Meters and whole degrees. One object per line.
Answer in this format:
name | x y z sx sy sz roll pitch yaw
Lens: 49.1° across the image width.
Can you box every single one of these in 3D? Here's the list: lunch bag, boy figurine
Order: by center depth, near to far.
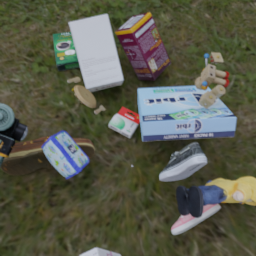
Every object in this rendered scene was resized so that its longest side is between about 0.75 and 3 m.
boy figurine | 2.459 1.734 7.276 2.559 1.591 0.825 2 79 -30
lunch bag | -1.676 0.716 7.403 0.848 1.330 1.131 -41 93 -14

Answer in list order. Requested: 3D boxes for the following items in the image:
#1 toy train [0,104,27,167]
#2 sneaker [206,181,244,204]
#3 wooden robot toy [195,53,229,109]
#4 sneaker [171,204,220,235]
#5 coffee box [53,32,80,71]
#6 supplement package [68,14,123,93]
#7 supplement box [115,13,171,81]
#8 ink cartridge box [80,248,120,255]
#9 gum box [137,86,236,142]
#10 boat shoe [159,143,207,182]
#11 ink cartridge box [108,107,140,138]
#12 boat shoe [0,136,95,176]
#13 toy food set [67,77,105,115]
toy train | -4.106 -0.051 6.854 2.981 1.270 1.699 24 75 -17
sneaker | 2.923 1.773 8.280 1.212 0.456 0.534 25 82 1
wooden robot toy | 2.206 -1.203 7.693 0.797 0.821 1.810 20 61 -13
sneaker | 1.743 2.321 7.956 1.647 0.620 0.861 -23 62 -21
coffee box | -2.482 -3.241 11.700 1.161 0.415 1.888 -12 58 -8
supplement package | -1.109 -2.569 9.973 1.357 1.362 2.322 -14 93 -4
supplement box | 0.591 -2.927 10.300 0.903 2.108 1.163 13 52 46
ink cartridge box | -0.619 2.840 5.755 0.672 0.930 0.393 -31 48 13
gum box | 1.513 -0.541 8.313 2.377 0.623 2.798 -2 26 1
boat shoe | 1.278 0.846 6.714 0.585 1.622 0.575 8 60 -28
ink cartridge box | -0.061 -0.258 9.789 0.866 0.269 1.076 27 58 8
boat shoe | -2.499 0.676 8.747 2.902 1.045 0.980 -9 46 0
toy food set | -1.289 -0.888 8.260 0.262 0.901 1.306 -39 93 21
